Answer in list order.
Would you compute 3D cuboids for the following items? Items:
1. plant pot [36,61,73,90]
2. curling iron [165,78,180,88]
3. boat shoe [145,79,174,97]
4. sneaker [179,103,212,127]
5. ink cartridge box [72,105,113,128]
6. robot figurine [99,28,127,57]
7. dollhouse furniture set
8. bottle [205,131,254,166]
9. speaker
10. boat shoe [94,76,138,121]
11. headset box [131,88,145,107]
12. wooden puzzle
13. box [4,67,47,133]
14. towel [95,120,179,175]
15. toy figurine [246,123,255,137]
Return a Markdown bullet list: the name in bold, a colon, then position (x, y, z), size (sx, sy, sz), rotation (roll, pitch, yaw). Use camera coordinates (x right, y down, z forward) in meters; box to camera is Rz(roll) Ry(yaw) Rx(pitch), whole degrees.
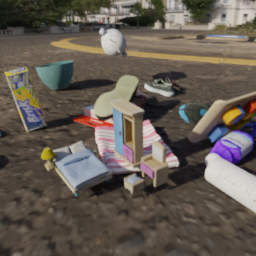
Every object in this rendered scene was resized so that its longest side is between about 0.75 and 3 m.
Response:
- **plant pot**: position (-3.835, -2.785, 15.109), size (1.961, 1.321, 1.961), rotation (-7, 19, 2)
- **curling iron**: position (2.439, -2.377, 14.953), size (0.211, 0.410, 1.652), rotation (-34, -24, 26)
- **boat shoe**: position (1.671, -2.226, 14.730), size (0.730, 0.718, 2.025), rotation (-19, 30, -36)
- **sneaker**: position (3.160, -0.441, 10.689), size (2.433, 0.891, 0.997), rotation (11, 13, 7)
- **ink cartridge box**: position (-1.088, -0.462, 11.029), size (1.755, 0.382, 1.523), rotation (16, 24, 33)
- **robot figurine**: position (-0.789, -4.591, 15.130), size (1.936, 1.289, 2.283), rotation (38, 15, -20)
- **dollhouse furniture set**: position (-0.674, 0.546, 6.753), size (2.424, 1.582, 2.289), rotation (-18, 30, -27)
- **bottle**: position (2.937, 0.669, 8.176), size (0.810, 0.633, 1.938), rotation (27, 34, 38)
- **speaker**: position (2.644, 1.354, 6.529), size (0.709, 0.709, 1.746), rotation (-14, 27, -29)
- **boat shoe**: position (-0.396, -1.030, 10.894), size (1.058, 0.907, 2.893), rotation (20, 40, 14)
- **headset box**: position (0.106, -1.384, 12.868), size (1.347, 0.505, 1.001), rotation (-9, 36, -21)
- **wooden puzzle**: position (3.209, -0.249, 8.609), size (2.232, 2.068, 0.517), rotation (-13, 61, -25)
- **box**: position (-3.624, -0.987, 9.992), size (0.760, 2.169, 0.697), rotation (-21, 30, -19)
- **towel**: position (0.110, 0.519, 8.808), size (2.084, 0.426, 2.848), rotation (-6, 25, -12)
- **toy figurine**: position (4.837, -0.187, 9.452), size (1.521, 1.339, 2.539), rotation (10, 24, 34)
